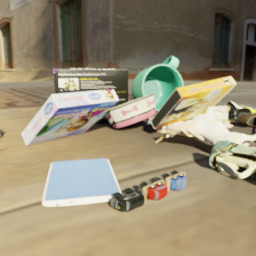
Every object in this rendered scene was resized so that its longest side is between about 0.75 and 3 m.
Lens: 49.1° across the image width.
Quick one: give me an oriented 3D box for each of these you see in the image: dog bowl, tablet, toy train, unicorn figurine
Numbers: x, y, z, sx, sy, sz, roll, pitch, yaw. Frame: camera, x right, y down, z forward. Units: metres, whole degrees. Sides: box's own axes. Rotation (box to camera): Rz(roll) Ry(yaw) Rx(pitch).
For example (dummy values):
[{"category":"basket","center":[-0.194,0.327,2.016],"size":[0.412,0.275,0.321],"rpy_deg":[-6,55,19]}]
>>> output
[{"category":"dog bowl","center":[0.118,-0.600,10.542],"size":[2.060,0.759,2.060],"rpy_deg":[-20,6,2]},{"category":"tablet","center":[-0.956,1.038,5.715],"size":[1.370,0.144,2.106],"rpy_deg":[-3,12,-11]},{"category":"toy train","center":[0.477,1.108,5.018],"size":[1.805,0.308,0.413],"rpy_deg":[-11,20,-40]},{"category":"unicorn figurine","center":[2.311,0.111,7.726],"size":[1.928,1.036,2.806],"rpy_deg":[-17,24,-26]}]

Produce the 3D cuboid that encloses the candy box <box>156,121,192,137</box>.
[{"category":"candy box","center":[1.767,-0.013,9.985],"size":[1.336,0.369,0.771],"rpy_deg":[9,16,33]}]

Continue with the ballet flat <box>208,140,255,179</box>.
[{"category":"ballet flat","center":[2.636,0.836,5.660],"size":[0.832,0.832,2.242],"rpy_deg":[-10,14,-39]}]

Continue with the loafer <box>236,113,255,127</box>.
[{"category":"loafer","center":[5.121,-0.273,10.881],"size":[1.756,0.641,0.626],"rpy_deg":[-8,24,-12]}]

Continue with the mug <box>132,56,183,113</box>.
[{"category":"mug","center":[1.537,-1.996,14.061],"size":[2.770,2.276,1.713],"rpy_deg":[-30,12,-21]}]

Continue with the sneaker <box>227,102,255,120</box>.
[{"category":"sneaker","center":[5.056,-0.635,12.304],"size":[0.857,0.783,2.119],"rpy_deg":[4,18,-17]}]

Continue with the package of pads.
[{"category":"package of pads","center":[3.271,-0.573,12.010],"size":[1.373,0.606,1.778],"rpy_deg":[-1,12,-4]}]

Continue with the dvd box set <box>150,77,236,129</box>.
[{"category":"dvd box set","center":[2.144,-0.822,9.274],"size":[2.520,0.370,1.843],"rpy_deg":[-16,-23,-32]}]

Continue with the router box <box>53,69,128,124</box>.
[{"category":"router box","center":[-1.472,-1.287,11.474],"size":[2.988,2.228,0.763],"rpy_deg":[-4,15,-20]}]

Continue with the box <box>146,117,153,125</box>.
[{"category":"box","center":[1.438,-0.337,11.803],"size":[0.858,0.237,1.257],"rpy_deg":[7,14,30]}]

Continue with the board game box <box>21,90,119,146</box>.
[{"category":"board game box","center":[-1.741,-0.319,8.434],"size":[2.210,0.455,2.205],"rpy_deg":[-13,-18,-46]}]
